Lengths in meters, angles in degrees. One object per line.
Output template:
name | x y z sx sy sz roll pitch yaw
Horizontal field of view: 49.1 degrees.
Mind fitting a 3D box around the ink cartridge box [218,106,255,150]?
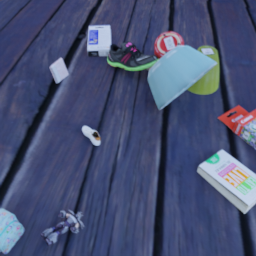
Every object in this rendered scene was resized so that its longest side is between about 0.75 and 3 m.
ink cartridge box | 4.203 -0.081 9.291 1.176 0.543 2.158 -28 54 -21

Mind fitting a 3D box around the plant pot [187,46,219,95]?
plant pot | 2.908 -2.299 10.741 1.410 1.507 1.410 0 47 0

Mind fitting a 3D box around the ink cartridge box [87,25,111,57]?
ink cartridge box | -1.352 -4.149 13.244 1.069 0.419 2.257 -3 49 -2

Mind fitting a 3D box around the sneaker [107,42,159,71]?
sneaker | 0.092 -2.912 11.296 2.453 1.028 0.941 17 33 32

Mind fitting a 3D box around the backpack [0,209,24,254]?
backpack | -2.993 2.441 6.644 0.737 0.979 0.869 19 49 18

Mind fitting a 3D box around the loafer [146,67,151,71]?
loafer | 1.522 -3.048 12.070 1.885 0.593 0.678 -31 54 -26

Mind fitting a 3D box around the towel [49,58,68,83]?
towel | -2.759 -2.290 11.243 0.124 0.770 0.735 12 47 30

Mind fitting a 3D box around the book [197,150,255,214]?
book | 3.005 1.457 8.033 1.135 0.408 1.699 -28 51 -28

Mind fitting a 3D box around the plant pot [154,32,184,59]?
plant pot | 1.616 -3.052 11.061 1.266 1.153 1.266 -3 79 14

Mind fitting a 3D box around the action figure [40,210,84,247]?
action figure | -1.603 2.475 7.036 1.116 0.387 0.726 -32 44 -32

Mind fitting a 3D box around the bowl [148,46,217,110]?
bowl | 1.618 -1.842 9.467 2.430 2.430 1.271 -36 87 -29

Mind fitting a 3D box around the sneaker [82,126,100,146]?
sneaker | -1.176 0.154 9.151 0.331 0.385 0.909 -19 49 -39
